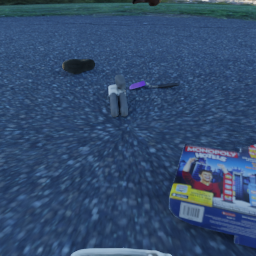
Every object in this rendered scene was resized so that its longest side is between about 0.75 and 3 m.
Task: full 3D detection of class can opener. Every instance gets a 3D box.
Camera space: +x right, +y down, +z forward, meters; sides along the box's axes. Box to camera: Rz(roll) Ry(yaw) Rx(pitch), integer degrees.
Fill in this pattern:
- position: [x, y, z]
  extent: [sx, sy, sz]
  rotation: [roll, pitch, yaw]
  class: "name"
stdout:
- position: [-0.371, -1.233, 9.975]
  extent: [0.626, 0.785, 2.347]
  rotation: [-2, 29, -4]
  class: "can opener"

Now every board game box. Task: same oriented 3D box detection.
- position: [2.296, 1.139, 5.746]
  extent: [2.515, 0.776, 2.513]
  rotation: [9, 29, 17]
  class: "board game box"

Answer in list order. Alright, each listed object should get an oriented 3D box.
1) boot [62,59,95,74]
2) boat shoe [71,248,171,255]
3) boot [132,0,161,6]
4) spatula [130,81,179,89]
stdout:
- position: [-2.660, -3.011, 13.423]
  extent: [1.229, 0.688, 1.777]
  rotation: [18, 20, 37]
  class: "boot"
- position: [0.395, 2.168, 3.836]
  extent: [2.562, 0.837, 0.943]
  rotation: [1, 29, 2]
  class: "boat shoe"
- position: [0.440, -3.173, 6.775]
  extent: [0.822, 0.357, 0.988]
  rotation: [-27, 1, -15]
  class: "boot"
- position: [1.078, -1.758, 11.511]
  extent: [2.027, 0.208, 0.573]
  rotation: [0, 27, 1]
  class: "spatula"
